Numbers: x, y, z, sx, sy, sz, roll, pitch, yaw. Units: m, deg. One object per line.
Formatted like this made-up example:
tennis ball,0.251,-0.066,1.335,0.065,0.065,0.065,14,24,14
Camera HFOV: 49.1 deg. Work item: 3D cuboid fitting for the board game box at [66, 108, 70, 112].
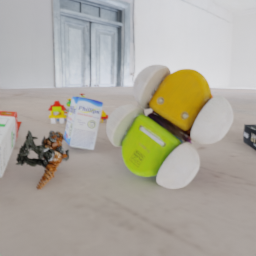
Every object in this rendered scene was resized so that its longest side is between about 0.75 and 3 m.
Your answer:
board game box,-3.390,-1.070,16.827,0.554,0.141,0.819,0,11,1

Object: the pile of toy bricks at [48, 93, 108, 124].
pile of toy bricks,-2.297,-0.964,13.230,2.688,1.327,1.491,-1,11,-3

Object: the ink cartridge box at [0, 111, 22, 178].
ink cartridge box,-3.030,0.058,5.610,1.440,0.666,2.643,3,22,-13

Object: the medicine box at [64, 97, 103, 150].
medicine box,-1.396,-0.182,8.541,0.744,1.445,1.316,11,3,-21

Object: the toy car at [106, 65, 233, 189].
toy car,0.935,-0.006,6.185,2.168,2.478,1.858,37,6,26

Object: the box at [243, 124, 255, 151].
box,5.183,0.399,8.152,2.857,0.622,2.288,0,11,1

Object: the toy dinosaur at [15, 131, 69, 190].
toy dinosaur,-1.800,0.589,6.144,1.074,0.808,1.582,23,17,-23
